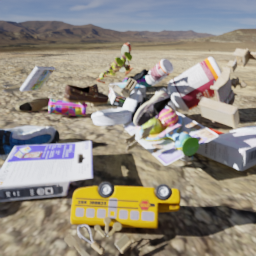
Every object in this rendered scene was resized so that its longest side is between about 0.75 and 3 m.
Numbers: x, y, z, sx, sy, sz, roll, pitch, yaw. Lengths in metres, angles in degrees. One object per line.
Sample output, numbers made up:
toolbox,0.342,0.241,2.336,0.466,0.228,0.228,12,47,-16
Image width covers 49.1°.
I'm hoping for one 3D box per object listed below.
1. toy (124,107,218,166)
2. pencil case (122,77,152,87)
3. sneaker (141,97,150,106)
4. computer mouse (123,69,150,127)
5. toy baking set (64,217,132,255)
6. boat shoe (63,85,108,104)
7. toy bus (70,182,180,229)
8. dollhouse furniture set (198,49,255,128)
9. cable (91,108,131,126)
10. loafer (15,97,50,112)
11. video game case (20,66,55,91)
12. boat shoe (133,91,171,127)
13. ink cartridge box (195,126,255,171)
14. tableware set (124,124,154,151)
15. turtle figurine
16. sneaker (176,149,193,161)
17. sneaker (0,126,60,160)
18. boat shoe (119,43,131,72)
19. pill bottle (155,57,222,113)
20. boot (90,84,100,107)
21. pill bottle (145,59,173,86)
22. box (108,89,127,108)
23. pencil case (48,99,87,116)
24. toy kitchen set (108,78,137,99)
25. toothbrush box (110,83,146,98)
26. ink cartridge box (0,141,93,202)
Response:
toy,1.023,-0.104,8.209,1.669,0.684,2.898,-28,31,-12
pencil case,0.642,-2.871,17.659,1.006,0.927,2.178,-22,1,44
sneaker,0.703,-0.420,10.330,1.277,0.852,2.229,38,24,4
computer mouse,0.145,-1.011,10.566,0.520,2.370,1.299,14,-8,-30
toy baking set,-0.495,2.028,4.855,1.109,0.129,0.851,-10,53,-20
boat shoe,-1.745,-1.459,12.200,2.118,0.745,0.746,-1,24,-37
toy bus,-0.029,1.539,5.540,2.061,0.807,0.671,1,-21,4
dollhouse furniture set,3.897,-1.318,10.086,1.251,1.464,2.825,24,70,35
cable,-0.594,-0.373,9.799,1.375,0.476,1.375,-11,11,-30
loafer,-4.477,-1.045,13.235,1.619,0.615,0.546,-17,25,-15
video game case,-2.725,-1.482,8.468,0.107,0.935,0.851,47,23,7
boat shoe,0.651,-0.479,7.440,1.207,0.434,0.391,-44,35,-5
ink cartridge box,3.113,0.322,9.175,2.407,0.845,2.961,-13,26,-35
tableware set,0.286,0.255,7.353,0.854,1.022,0.119,-32,73,-11
turtle figurine,-0.371,-2.378,10.782,1.780,0.573,1.435,-22,-6,-28
sneaker,1.346,0.659,8.606,0.746,0.645,1.721,-13,15,-17
sneaker,-3.594,0.393,8.991,2.541,0.953,1.101,-4,12,-36
boat shoe,-0.136,-2.971,11.884,0.458,1.288,0.403,20,42,8
pill bottle,2.573,-1.588,11.501,2.688,1.473,1.473,-30,12,19
boot,-1.538,-1.737,14.364,0.462,1.062,1.277,8,21,20
pill bottle,1.292,-2.308,11.772,0.655,0.655,1.195,-17,-10,-40
box,0.303,-1.022,11.761,2.192,0.381,1.206,16,22,-19
pencil case,-2.647,-0.905,12.356,1.694,0.749,0.749,1,20,-8
toy kitchen set,-0.217,-1.605,10.230,0.663,0.733,0.812,33,2,21
toothbrush box,-0.045,-1.987,15.467,1.329,0.774,1.815,-12,23,-29
ink cartridge box,-2.098,1.056,7.469,2.324,0.504,2.303,-4,20,-6
